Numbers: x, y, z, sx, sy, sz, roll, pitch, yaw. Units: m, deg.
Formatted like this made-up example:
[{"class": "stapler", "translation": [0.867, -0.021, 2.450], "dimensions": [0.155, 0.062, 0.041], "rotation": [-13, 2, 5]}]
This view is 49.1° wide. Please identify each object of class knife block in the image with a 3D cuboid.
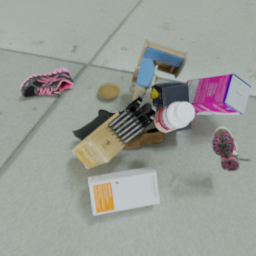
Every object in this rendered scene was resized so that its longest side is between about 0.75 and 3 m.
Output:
[{"class": "knife block", "translation": [-0.411, 0.115, 9.540], "dimensions": [2.534, 2.886, 0.923], "rotation": [-43, 97, -30]}]

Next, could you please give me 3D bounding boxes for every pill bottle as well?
[{"class": "pill bottle", "translation": [1.397, -0.332, 8.453], "dimensions": [0.778, 1.377, 0.778], "rotation": [3, 79, -19]}]

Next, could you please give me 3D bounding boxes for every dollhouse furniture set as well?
[{"class": "dollhouse furniture set", "translation": [1.053, -1.612, 11.151], "dimensions": [1.771, 2.562, 2.714], "rotation": [16, 59, -5]}]

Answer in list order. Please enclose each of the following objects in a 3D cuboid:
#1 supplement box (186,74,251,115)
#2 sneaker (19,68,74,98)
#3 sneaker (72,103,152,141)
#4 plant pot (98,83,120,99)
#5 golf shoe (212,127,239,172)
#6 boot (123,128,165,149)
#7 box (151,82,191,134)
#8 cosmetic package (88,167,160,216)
[{"class": "supplement box", "translation": [3.399, -1.268, 11.183], "dimensions": [2.358, 1.193, 1.219], "rotation": [6, 75, 58]}, {"class": "sneaker", "translation": [-3.723, -1.934, 13.119], "dimensions": [2.577, 1.018, 1.229], "rotation": [-26, 62, -22]}, {"class": "sneaker", "translation": [-0.563, -0.271, 10.629], "dimensions": [2.903, 0.872, 1.514], "rotation": [-44, 84, 0]}, {"class": "plant pot", "translation": [-0.887, -1.700, 13.086], "dimensions": [1.050, 0.144, 1.050], "rotation": [1, 50, -2]}, {"class": "golf shoe", "translation": [2.967, 0.534, 8.577], "dimensions": [0.649, 1.788, 0.823], "rotation": [-8, 44, 25]}, {"class": "boot", "translation": [0.509, 0.345, 10.798], "dimensions": [1.742, 0.657, 0.641], "rotation": [-12, 52, 6]}, {"class": "box", "translation": [1.638, -0.853, 10.912], "dimensions": [1.027, 1.720, 1.749], "rotation": [-9, 14, -7]}, {"class": "cosmetic package", "translation": [-0.150, 1.982, 8.912], "dimensions": [2.116, 1.073, 0.754], "rotation": [-9, 6, -10]}]
